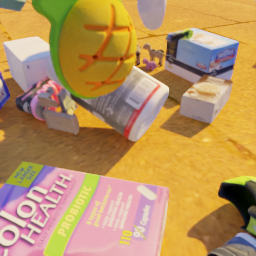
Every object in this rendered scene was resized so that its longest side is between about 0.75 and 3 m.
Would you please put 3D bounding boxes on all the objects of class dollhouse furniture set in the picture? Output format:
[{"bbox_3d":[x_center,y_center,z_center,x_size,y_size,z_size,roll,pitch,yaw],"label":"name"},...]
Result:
[{"bbox_3d":[-1.689,-0.752,8.100,0.921,1.332,1.411,12,48,16],"label":"dollhouse furniture set"}]

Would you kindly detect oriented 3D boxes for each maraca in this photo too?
[{"bbox_3d":[-0.634,-1.573,4.697,1.370,2.561,1.756,27,63,29],"label":"maraca"}]

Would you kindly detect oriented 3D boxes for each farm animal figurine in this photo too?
[{"bbox_3d":[0.413,-3.155,11.870,1.938,1.011,1.917,-21,40,-27],"label":"farm animal figurine"}]

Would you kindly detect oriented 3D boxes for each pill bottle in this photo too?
[{"bbox_3d":[-0.577,-1.126,7.572,2.994,1.705,1.705,34,43,10],"label":"pill bottle"}]

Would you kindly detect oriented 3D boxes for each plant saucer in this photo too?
[{"bbox_3d":[-3.513,-3.662,8.193,0.123,0.454,1.299,48,24,2],"label":"plant saucer"}]

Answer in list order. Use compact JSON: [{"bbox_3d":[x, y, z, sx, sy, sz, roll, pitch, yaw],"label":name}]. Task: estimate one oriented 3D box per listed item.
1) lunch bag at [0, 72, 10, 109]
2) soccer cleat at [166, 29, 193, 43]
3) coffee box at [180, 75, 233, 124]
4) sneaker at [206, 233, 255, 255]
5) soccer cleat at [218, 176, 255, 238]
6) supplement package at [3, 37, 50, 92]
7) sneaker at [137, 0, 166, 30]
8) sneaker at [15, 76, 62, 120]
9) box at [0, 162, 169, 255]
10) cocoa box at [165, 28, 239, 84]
[{"bbox_3d":[-5.080,-0.701,7.807,2.327,1.695,2.737,4,48,6],"label":"lunch bag"},{"bbox_3d":[1.849,-3.311,10.002,1.139,0.368,0.476,-23,32,-26],"label":"soccer cleat"},{"bbox_3d":[2.520,-0.973,8.954,1.036,0.722,1.812,20,39,26],"label":"coffee box"},{"bbox_3d":[1.891,2.372,4.003,1.274,0.670,1.763,-7,24,-33],"label":"sneaker"},{"bbox_3d":[2.657,1.792,4.676,1.141,0.951,2.816,1,24,-26],"label":"soccer cleat"},{"bbox_3d":[-3.419,-2.268,10.234,1.392,1.397,2.381,-21,40,-27],"label":"supplement package"},{"bbox_3d":[0.866,-4.212,8.361,0.866,2.295,1.306,10,37,25],"label":"sneaker"},{"bbox_3d":[-2.575,-1.346,9.157,1.305,1.081,2.737,7,40,26],"label":"sneaker"},{"bbox_3d":[-0.896,1.929,4.217,2.700,1.305,2.375,8,35,12],"label":"box"},{"bbox_3d":[2.762,-2.787,10.878,1.545,1.520,2.316,-21,40,-28],"label":"cocoa box"}]
